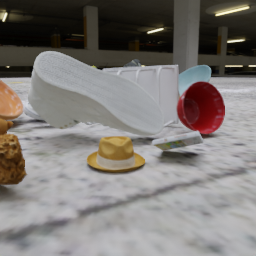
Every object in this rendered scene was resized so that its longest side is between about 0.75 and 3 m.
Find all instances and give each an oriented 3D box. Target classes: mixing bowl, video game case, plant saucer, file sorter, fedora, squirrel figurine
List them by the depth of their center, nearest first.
[{"bbox_3d":[-1.581,0.276,3.466,0.862,0.804,0.610,1,-9,28],"label":"squirrel figurine"},{"bbox_3d":[-0.203,0.376,4.631,1.045,0.426,1.045,1,13,0],"label":"fedora"},{"bbox_3d":[0.887,0.242,4.880,0.766,0.096,0.842,-13,-14,16],"label":"video game case"},{"bbox_3d":[1.588,-0.428,6.551,1.196,1.196,0.648,-6,-4,-24],"label":"mixing bowl"},{"bbox_3d":[0.062,-0.796,7.222,2.193,1.522,1.366,3,12,25],"label":"file sorter"},{"bbox_3d":[-3.827,-0.887,7.412,2.112,0.395,2.112,38,16,-13],"label":"plant saucer"},{"bbox_3d":[2.033,-1.290,10.061,2.352,0.453,2.352,-36,25,19],"label":"plant saucer"}]

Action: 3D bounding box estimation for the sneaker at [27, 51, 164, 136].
[{"bbox_3d":[-0.761,-0.449,6.212,2.889,1.064,1.670,26,-31,-17],"label":"sneaker"}]

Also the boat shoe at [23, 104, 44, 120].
[{"bbox_3d":[-2.053,-0.448,7.383,1.325,0.433,0.487,14,32,-26],"label":"boat shoe"}]

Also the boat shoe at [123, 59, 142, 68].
[{"bbox_3d":[0.301,-1.356,9.467,0.822,0.774,2.288,34,-16,26],"label":"boat shoe"}]

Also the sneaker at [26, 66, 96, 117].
[{"bbox_3d":[-1.860,-0.955,8.918,1.109,1.234,2.999,-7,23,45],"label":"sneaker"}]
